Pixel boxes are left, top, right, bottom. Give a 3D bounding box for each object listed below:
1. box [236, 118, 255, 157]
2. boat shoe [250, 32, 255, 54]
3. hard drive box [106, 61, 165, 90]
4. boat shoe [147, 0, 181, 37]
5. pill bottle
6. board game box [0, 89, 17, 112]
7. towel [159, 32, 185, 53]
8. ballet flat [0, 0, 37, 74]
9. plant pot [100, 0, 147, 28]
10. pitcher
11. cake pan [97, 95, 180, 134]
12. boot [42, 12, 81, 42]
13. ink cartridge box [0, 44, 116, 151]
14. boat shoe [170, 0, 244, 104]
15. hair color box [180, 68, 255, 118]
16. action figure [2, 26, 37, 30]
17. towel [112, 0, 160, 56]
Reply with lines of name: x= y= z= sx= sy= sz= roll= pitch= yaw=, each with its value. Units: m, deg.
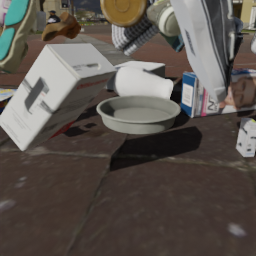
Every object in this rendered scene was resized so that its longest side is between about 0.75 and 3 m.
box: x=3.082 y=0.239 z=7.221 sx=0.267 sy=0.889 sz=0.519 roll=-1 pitch=22 yaw=-3
boat shoe: x=2.701 y=-2.219 z=5.026 sx=0.621 sy=1.777 sz=0.589 roll=-13 pitch=51 yaw=-35
hard drive box: x=0.428 y=-2.542 z=13.694 sx=2.009 sy=0.990 sz=2.577 roll=12 pitch=26 yaw=26
boat shoe: x=1.662 y=-3.007 z=7.261 sx=2.620 sy=0.936 sz=0.783 roll=-21 pitch=50 yaw=-31
pill bottle: x=-3.267 y=-3.425 z=8.656 sx=1.372 sy=0.771 sz=0.771 roll=7 pitch=20 yaw=-19
board game box: x=-5.409 y=-0.947 z=10.618 sx=1.711 sy=0.435 sz=2.527 roll=5 pitch=23 yaw=11
towel: x=1.545 y=-4.046 z=9.723 sx=0.259 sy=1.750 sz=2.387 roll=-10 pitch=56 yaw=-41
ballet flat: x=-3.077 y=-2.680 z=7.901 sx=0.899 sy=2.587 sz=0.899 roll=13 pitch=-17 yaw=4
plant pot: x=-0.149 y=-3.524 z=7.909 sx=1.383 sy=1.383 sz=0.190 roll=5 pitch=30 yaw=12
pitcher: x=0.696 y=-1.801 z=11.635 sx=2.315 sy=1.403 sz=1.986 roll=13 pitch=20 yaw=7
cake pan: x=0.344 y=-0.494 z=9.451 sx=2.765 sy=0.507 sz=2.765 roll=0 pitch=23 yaw=0
boot: x=-2.440 y=-3.574 z=10.412 sx=0.532 sy=1.387 sz=1.077 roll=46 pitch=8 yaw=17
ink cartridge box: x=-1.172 y=-0.551 z=4.719 sx=0.722 sy=1.725 sz=1.245 roll=48 pitch=29 yaw=4
boat shoe: x=1.590 y=-1.580 z=5.042 sx=0.995 sy=2.936 sz=1.053 roll=-30 pitch=46 yaw=7
hair color box: x=3.405 y=-1.318 z=10.202 sx=2.878 sy=1.439 sz=0.871 roll=-8 pitch=24 yaw=-19
action figure: x=-4.133 y=-3.885 z=10.234 sx=1.102 sy=0.991 sz=1.480 roll=48 pitch=38 yaw=2
towel: x=0.305 y=-3.879 z=9.496 sx=0.983 sy=1.901 sz=2.296 roll=21 pitch=53 yaw=-34
